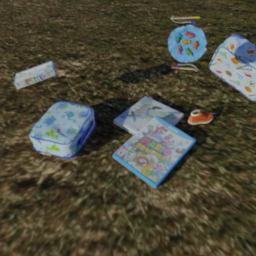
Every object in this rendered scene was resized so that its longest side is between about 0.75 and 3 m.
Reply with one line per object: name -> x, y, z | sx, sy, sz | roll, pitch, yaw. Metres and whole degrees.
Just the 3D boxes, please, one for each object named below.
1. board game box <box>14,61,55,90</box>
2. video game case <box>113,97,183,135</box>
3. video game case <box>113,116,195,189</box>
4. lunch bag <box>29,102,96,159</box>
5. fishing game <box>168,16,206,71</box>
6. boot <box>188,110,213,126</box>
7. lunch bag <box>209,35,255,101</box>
board game box -> -3.319, -1.904, 10.022 | 1.408, 0.241, 0.946 | -21, 35, -3
video game case -> 0.803, -0.358, 10.862 | 1.880, 0.227, 2.063 | 29, 49, 29
video game case -> 0.929, 0.699, 9.438 | 1.749, 0.218, 2.444 | 34, 53, 22
lunch bag -> -2.217, 0.058, 9.873 | 1.772, 0.909, 2.205 | 11, 42, 14
fishing game -> 1.285, -1.807, 6.135 | 0.856, 1.195, 0.186 | 9, 36, 17
boot -> 2.825, -0.453, 10.730 | 1.063, 0.570, 0.399 | -14, 41, -17
lunch bag -> 3.652, -1.888, 8.945 | 2.144, 1.718, 0.810 | 42, 78, 13
